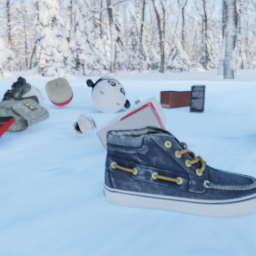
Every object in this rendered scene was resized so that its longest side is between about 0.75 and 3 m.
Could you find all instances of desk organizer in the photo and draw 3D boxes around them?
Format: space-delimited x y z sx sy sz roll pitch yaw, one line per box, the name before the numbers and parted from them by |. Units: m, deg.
desk organizer | 2.771 -1.590 15.142 2.318 0.892 0.831 -9 15 -35

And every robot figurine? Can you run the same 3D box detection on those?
robot figurine | -0.947 -1.645 13.435 1.962 1.630 2.611 -10 17 -5

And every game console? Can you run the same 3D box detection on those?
game console | -4.172 0.045 7.477 1.852 0.287 1.637 -2 18 -3

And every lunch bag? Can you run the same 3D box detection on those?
lunch bag | -3.643 -0.413 9.297 1.695 0.996 1.390 3 15 12

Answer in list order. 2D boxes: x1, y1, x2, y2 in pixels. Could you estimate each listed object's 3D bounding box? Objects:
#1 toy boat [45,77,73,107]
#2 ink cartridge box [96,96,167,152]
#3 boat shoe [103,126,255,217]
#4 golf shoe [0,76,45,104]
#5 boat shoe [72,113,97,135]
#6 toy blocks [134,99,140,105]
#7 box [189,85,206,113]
toy boat | -3.579 -1.726 14.895 1.303 1.305 1.997 -22 41 -11
ink cartridge box | 0.195 -0.077 6.960 1.382 0.785 1.896 -28 5 14
boat shoe | 0.827 0.595 4.214 2.489 1.130 0.881 1 12 6
golf shoe | -4.530 -1.005 11.665 1.405 1.156 2.973 30 -27 -30
boat shoe | -1.433 -0.053 8.692 0.557 0.610 1.696 -27 16 -18
toy blocks | 0.820 -0.983 12.053 0.750 0.803 0.676 -12 -19 -42
box | 3.291 -1.376 13.241 0.658 1.262 0.934 4 14 18
